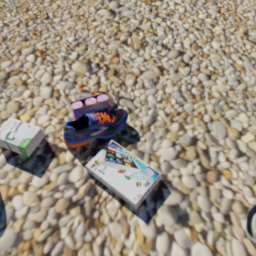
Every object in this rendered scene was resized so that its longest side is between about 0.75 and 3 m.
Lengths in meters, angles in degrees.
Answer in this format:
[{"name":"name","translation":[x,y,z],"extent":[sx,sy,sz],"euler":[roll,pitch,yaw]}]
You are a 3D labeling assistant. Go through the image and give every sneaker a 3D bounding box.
[{"name":"sneaker","translation":[-1.198,-0.129,10.547],"extent":[2.687,1.054,1.012],"euler":[-24,57,-17]},{"name":"sneaker","translation":[-1.387,-1.163,11.684],"extent":[1.560,0.718,0.591],"euler":[7,21,-21]}]

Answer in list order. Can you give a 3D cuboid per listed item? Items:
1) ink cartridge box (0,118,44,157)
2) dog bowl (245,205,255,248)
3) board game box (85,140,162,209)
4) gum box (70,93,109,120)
[{"name":"ink cartridge box","translation":[-4.071,0.334,10.462],"extent":[1.430,0.603,1.045],"euler":[18,54,14]},{"name":"dog bowl","translation":[4.310,3.087,8.494],"extent":[1.565,0.459,1.565],"euler":[0,53,1]},{"name":"board game box","translation":[-0.166,1.541,9.697],"extent":[2.259,0.391,1.426],"euler":[33,60,23]},{"name":"gum box","translation":[-1.463,-0.745,11.084],"extent":[1.497,0.850,0.495],"euler":[-17,46,-15]}]
